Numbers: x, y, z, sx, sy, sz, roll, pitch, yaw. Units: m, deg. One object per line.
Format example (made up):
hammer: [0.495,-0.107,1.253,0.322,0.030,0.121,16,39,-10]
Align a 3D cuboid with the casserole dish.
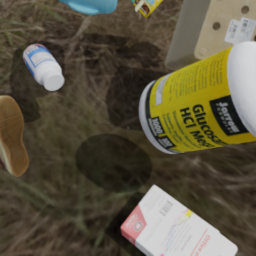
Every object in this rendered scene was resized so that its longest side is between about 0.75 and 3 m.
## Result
casserole dish: [-0.928,-3.602,6.197,1.554,0.498,2.565,7,62,-20]

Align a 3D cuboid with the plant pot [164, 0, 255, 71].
plant pot: [2.099,-2.028,6.194,1.998,1.769,1.996,16,103,-1]

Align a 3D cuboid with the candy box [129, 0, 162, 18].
candy box: [0.318,-4.044,8.297,0.736,1.440,0.190,-47,36,11]

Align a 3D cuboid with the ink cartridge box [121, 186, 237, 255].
ink cartridge box: [1.072,2.482,6.193,2.193,0.740,1.277,34,64,20]

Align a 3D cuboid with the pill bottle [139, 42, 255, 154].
pill bottle: [1.586,-0.466,4.679,1.521,2.705,1.521,12,71,-38]

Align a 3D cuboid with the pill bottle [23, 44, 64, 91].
pill bottle: [-2.080,-1.478,6.955,0.676,0.676,1.205,-28,60,-16]

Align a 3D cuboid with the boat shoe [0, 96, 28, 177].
boat shoe: [-1.771,0.122,3.999,0.445,1.236,0.446,12,32,23]

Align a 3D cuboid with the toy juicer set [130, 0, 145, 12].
toy juicer set: [0.217,-3.706,7.495,0.650,0.278,1.022,-31,100,-3]
